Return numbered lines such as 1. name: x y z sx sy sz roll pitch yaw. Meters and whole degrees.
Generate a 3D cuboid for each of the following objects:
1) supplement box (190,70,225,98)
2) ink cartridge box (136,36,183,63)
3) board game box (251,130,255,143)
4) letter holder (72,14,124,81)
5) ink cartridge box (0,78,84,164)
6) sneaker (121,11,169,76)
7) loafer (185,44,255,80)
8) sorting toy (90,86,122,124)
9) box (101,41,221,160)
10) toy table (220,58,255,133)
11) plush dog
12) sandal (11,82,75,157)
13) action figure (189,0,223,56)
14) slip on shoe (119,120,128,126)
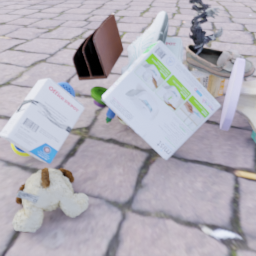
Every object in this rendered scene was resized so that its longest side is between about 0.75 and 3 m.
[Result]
1. supplement box: 3.040 -1.746 11.391 1.854 1.169 0.682 -17 38 -22
2. ink cartridge box: 1.090 -2.030 10.410 1.642 2.260 1.635 8 -1 15
3. board game box: 4.908 0.455 9.046 1.422 0.320 1.081 -2 36 -3
4. letter holder: -1.059 -2.798 9.481 1.053 1.488 2.094 0 40 19
5. ink cartridge box: -1.979 -0.167 6.599 0.686 1.178 1.630 5 59 51
6. sneaker: 0.543 -2.701 9.283 1.045 2.608 0.917 24 1 20
7. loafer: 3.350 -2.538 10.547 2.717 0.854 0.977 23 70 34
8. sorting toy: -0.538 -0.660 9.401 1.763 0.723 1.059 22 34 -9
9. box: 0.878 -0.749 7.961 2.198 2.491 1.205 -46 13 5
10. toy table: 3.986 -0.967 9.099 1.461 2.494 2.293 15 -2 13
11. plush dog: -2.053 1.498 6.931 1.802 1.446 1.547 -16 15 -21
12. sandal: -2.464 -0.281 8.402 1.048 1.148 2.638 34 75 -12
13. action figure: 2.764 -3.729 10.025 1.189 1.385 2.331 -5 67 18
14. slip on shoe: 0.505 -0.326 9.856 1.752 0.536 0.649 -2 73 21
